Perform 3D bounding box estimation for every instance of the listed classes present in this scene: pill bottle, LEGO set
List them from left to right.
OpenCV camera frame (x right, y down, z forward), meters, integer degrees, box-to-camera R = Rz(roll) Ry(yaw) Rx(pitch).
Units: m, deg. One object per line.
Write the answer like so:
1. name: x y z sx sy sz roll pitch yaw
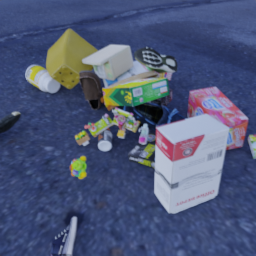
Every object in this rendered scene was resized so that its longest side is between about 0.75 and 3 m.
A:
1. pill bottle: -4.162 -2.373 13.770 1.771 0.996 0.996 31 46 32
2. pill bottle: -0.841 0.382 10.285 0.498 0.498 0.938 -1 36 -2
3. LEGO set: -0.636 -0.072 9.752 2.682 0.998 1.234 -1 73 8

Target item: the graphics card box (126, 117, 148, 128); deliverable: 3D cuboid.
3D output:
1. graphics card box: 0.723 -0.598 11.727 1.002 0.406 1.597 16 36 25

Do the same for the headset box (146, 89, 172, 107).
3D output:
1. headset box: 1.184 -1.305 11.930 1.082 0.546 1.456 15 35 23

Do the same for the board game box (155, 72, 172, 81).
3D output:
1. board game box: 1.650 -2.915 13.965 0.324 1.061 1.401 13 0 -35

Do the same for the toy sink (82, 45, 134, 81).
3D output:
1. toy sink: -0.892 -2.894 12.750 1.266 1.088 1.942 17 44 40

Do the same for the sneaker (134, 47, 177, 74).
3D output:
1. sneaker: 1.008 -2.574 11.508 2.235 0.990 0.859 8 69 -38

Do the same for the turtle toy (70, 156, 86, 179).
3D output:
1. turtle toy: -1.496 1.176 8.381 0.446 0.883 0.643 3 71 -21

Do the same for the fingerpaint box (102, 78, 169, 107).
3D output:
1. fingerpaint box: 0.268 -1.219 9.493 1.742 0.639 1.454 -21 19 -38

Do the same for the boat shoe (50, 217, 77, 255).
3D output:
1. boat shoe: -1.611 2.731 7.023 0.528 0.425 1.138 6 36 -4

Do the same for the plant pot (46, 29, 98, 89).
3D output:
1. plant pot: -2.704 -2.997 13.180 1.892 1.879 1.935 -31 40 35

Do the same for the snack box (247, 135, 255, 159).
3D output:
1. snack box: 4.862 0.607 9.753 1.133 0.300 0.806 -8 64 5

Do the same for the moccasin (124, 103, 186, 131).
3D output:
1. moccasin: 1.124 -0.330 10.372 2.615 1.052 0.892 11 -12 -17

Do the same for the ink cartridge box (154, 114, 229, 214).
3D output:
1. ink cartridge box: 1.676 0.994 7.799 1.729 2.355 0.976 -14 33 -21

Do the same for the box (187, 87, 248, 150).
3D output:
1. box: 3.281 -0.394 10.663 1.208 1.261 2.530 -9 36 -8

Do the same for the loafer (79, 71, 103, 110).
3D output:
1. loafer: -1.487 -1.521 11.752 0.788 2.158 0.766 -4 56 13

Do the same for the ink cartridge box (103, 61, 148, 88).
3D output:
1. ink cartridge box: -0.030 -2.384 13.571 2.219 0.929 1.610 -16 37 -7

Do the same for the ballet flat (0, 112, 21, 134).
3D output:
1. ballet flat: -4.985 -0.025 10.425 2.112 0.702 0.600 -38 74 -26

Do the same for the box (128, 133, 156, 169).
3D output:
1. box: 0.867 0.774 9.795 1.175 0.325 1.467 14 38 28

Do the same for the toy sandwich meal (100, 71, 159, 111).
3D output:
1. toy sandwich meal: 0.126 -1.539 11.669 2.669 0.914 2.669 -20 3 1
